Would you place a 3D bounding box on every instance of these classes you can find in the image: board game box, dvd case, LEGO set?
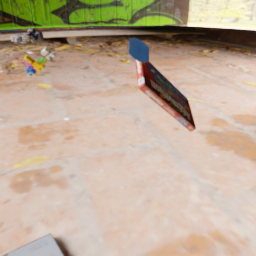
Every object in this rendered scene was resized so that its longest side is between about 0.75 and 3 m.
[{"bbox_3d":[0.270,-2.119,7.820,0.655,0.162,0.830,17,58,-24],"label":"board game box"},{"bbox_3d":[-1.928,3.165,5.927,1.346,0.166,1.887,-17,32,-31],"label":"dvd case"},{"bbox_3d":[-3.656,-2.563,10.775,1.785,0.733,0.681,-14,48,43],"label":"LEGO set"},{"bbox_3d":[1.203,-1.042,8.773,0.266,2.733,1.407,-30,45,30],"label":"board game box"}]

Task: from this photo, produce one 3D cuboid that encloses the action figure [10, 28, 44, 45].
[{"bbox_3d":[-3.072,-2.729,8.550,0.762,0.406,1.171,15,31,12],"label":"action figure"}]
